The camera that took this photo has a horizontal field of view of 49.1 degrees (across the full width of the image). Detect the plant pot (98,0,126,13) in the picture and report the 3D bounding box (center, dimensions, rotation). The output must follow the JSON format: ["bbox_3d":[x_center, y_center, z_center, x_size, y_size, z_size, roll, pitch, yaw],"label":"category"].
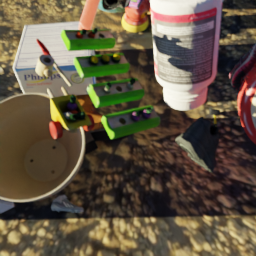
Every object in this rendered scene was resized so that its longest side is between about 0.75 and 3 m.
[{"bbox_3d":[-0.548,-6.610,11.819,2.418,2.272,2.418,0,61,1],"label":"plant pot"}]

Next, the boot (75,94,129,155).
[{"bbox_3d":[-1.113,-0.574,9.500,2.423,0.881,2.573,-28,57,-6],"label":"boot"}]

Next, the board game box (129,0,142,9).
[{"bbox_3d":[0.022,-5.024,10.614,1.332,0.215,0.799,29,88,31],"label":"board game box"}]

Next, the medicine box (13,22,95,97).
[{"bbox_3d":[-2.397,-2.415,9.748,2.393,1.352,2.627,-5,50,-3],"label":"medicine box"}]

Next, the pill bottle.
[{"bbox_3d":[1.472,-1.956,7.191,1.625,2.936,1.625,-6,40,5],"label":"pill bottle"}]

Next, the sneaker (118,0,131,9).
[{"bbox_3d":[0.092,-4.666,8.303,0.961,2.226,0.894,-30,61,-33],"label":"sneaker"}]

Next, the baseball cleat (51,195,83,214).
[{"bbox_3d":[-1.735,2.190,8.063,0.944,0.329,0.502,4,61,1],"label":"baseball cleat"}]

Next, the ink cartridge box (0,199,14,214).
[{"bbox_3d":[-4.260,1.191,7.757,0.988,1.688,2.335,-27,64,2],"label":"ink cartridge box"}]

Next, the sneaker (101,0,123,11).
[{"bbox_3d":[-0.468,-3.307,7.173,0.529,1.498,0.743,50,65,-19],"label":"sneaker"}]

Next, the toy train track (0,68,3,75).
[{"bbox_3d":[-5.628,-1.788,10.267,2.007,0.327,1.151,-27,64,-14],"label":"toy train track"}]

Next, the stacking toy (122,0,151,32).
[{"bbox_3d":[1.381,-5.058,11.561,2.606,1.216,2.879,28,65,15],"label":"stacking toy"}]

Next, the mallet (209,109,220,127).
[{"bbox_3d":[2.998,-0.155,9.460,0.350,0.219,1.064,-2,66,-5],"label":"mallet"}]

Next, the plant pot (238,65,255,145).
[{"bbox_3d":[3.808,-0.567,6.556,2.493,2.493,2.270,34,27,17],"label":"plant pot"}]

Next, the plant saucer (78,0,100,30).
[{"bbox_3d":[-0.994,-3.359,7.699,0.341,1.853,1.856,17,95,-14],"label":"plant saucer"}]

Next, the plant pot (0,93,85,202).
[{"bbox_3d":[-2.538,0.718,7.875,2.838,1.906,2.838,0,70,-1],"label":"plant pot"}]

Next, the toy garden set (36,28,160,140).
[{"bbox_3d":[-0.747,-1.040,5.541,2.229,0.534,2.674,-15,68,-34],"label":"toy garden set"}]

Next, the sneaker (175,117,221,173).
[{"bbox_3d":[1.765,0.407,6.331,0.731,1.924,0.873,36,86,32],"label":"sneaker"}]

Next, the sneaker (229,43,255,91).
[{"bbox_3d":[3.575,-2.010,7.910,0.798,1.979,0.739,28,30,-17],"label":"sneaker"}]
